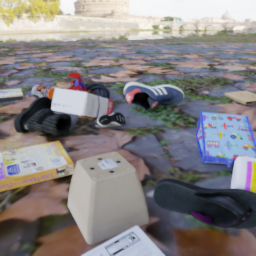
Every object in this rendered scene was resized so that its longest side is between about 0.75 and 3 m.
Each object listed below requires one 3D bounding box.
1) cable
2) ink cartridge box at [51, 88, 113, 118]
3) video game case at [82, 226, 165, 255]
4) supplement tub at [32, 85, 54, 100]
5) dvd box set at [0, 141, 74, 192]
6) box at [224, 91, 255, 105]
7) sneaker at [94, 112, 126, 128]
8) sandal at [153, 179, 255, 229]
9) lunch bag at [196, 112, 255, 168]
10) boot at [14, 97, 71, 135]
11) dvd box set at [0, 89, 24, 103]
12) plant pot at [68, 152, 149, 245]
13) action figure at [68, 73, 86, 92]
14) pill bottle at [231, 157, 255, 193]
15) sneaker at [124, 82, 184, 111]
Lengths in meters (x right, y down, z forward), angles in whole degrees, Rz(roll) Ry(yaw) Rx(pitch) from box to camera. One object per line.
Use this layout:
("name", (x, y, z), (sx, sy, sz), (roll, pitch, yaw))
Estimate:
("cable", (-2.142, -1.486, 13.738), (2.134, 0.664, 2.616), (18, 36, 18))
("ink cartridge box", (-1.733, -0.903, 10.964), (1.520, 0.858, 2.071), (11, 1, 23))
("video game case", (-0.229, 2.521, 3.665), (2.218, 0.504, 2.010), (-20, 27, -25))
("supplement tub", (-4.278, -1.789, 14.297), (1.148, 0.703, 0.703), (11, 25, 27))
("dvd box set", (-2.885, 1.033, 7.813), (2.376, 0.349, 1.738), (-11, 25, -25))
("box", (6.081, -1.566, 14.439), (1.426, 0.186, 1.744), (-6, 24, -15))
("sneaker", (-0.691, -0.275, 10.851), (1.405, 0.519, 0.557), (-6, -14, -40))
("sandal", (1.607, 1.594, 5.481), (2.286, 0.859, 0.547), (7, 22, 12))
("lunch bag", (3.031, 0.453, 8.680), (1.581, 0.988, 2.100), (5, 32, 6))
("boot", (-2.930, -0.460, 10.667), (1.799, 0.905, 2.406), (-1, 32, 16))
("dvd box set", (-6.215, -1.721, 14.726), (1.257, 0.253, 1.718), (-10, 24, -22))
("plant pot", (-0.470, 1.317, 5.941), (1.399, 1.238, 1.397), (-12, 25, -26))
("action figure", (-2.328, -1.761, 13.088), (0.734, 0.929, 2.840), (-8, -8, -1))
("pill bottle", (3.416, 1.343, 5.948), (2.256, 1.176, 1.176), (8, 23, 18))
("sneaker", (1.260, -1.299, 12.918), (2.906, 1.089, 1.228), (2, 43, -11))
